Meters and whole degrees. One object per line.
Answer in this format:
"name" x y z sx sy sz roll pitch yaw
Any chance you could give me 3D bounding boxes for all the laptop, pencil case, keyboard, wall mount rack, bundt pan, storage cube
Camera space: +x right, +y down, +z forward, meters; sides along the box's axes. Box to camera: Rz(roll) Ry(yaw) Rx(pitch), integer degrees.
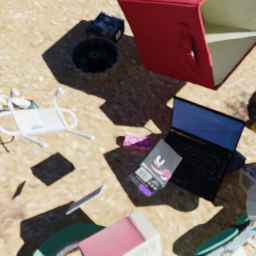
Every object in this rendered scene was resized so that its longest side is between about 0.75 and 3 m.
"laptop" 1.812 0.610 7.776 2.031 1.183 2.291 24 88 24
"pencil case" 0.300 0.435 8.900 0.916 0.415 0.429 7 99 1
"keyboard" -0.850 1.417 5.545 0.055 1.030 0.290 50 29 -7
"wall mount rack" -1.513 -0.117 5.339 1.717 0.640 1.491 -9 56 -45
"bundt pan" -1.191 -2.458 10.227 1.778 0.667 1.778 0 64 0
"storage cube" 1.804 -3.040 7.589 2.688 2.556 2.990 28 69 40

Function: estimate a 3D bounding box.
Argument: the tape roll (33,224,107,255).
"tape roll" -1.057 3.960 6.917 2.995 0.720 2.995 0 63 1

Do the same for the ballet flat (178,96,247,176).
"ballet flat" 2.241 0.309 8.659 1.079 1.079 2.955 -39 74 -18

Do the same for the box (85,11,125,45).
"box" -0.867 -3.802 10.932 1.093 0.625 1.201 25 65 13

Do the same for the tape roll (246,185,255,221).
"tape roll" 3.136 1.756 6.408 0.569 0.828 0.828 -1 55 42

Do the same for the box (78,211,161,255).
"box" -0.147 2.569 5.757 1.482 0.948 0.808 -22 35 -24

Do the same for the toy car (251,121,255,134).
"toy car" 3.467 -0.364 6.446 1.403 0.688 0.467 -31 74 -18

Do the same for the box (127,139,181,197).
"box" 0.520 0.748 5.350 0.578 0.502 0.946 44 41 2

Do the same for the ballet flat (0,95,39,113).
"ballet flat" -3.963 -0.819 9.391 1.940 0.709 0.709 9 63 5

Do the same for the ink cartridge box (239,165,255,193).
"ink cartridge box" 4.635 1.483 7.715 2.605 0.656 1.419 -7 21 -9

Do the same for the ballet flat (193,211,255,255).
"ballet flat" 3.000 2.925 7.360 2.730 1.014 1.014 -31 67 -12
